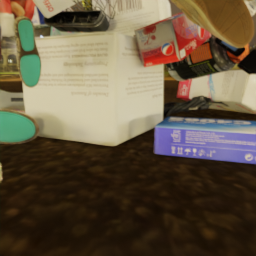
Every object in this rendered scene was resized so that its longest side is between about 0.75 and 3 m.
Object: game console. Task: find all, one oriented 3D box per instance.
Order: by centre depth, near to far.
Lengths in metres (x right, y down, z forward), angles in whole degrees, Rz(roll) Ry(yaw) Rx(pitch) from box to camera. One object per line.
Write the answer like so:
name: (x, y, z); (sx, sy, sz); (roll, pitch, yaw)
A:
game console: (2.914, -1.968, 7.358); (1.468, 0.177, 0.866); (40, 57, 15)

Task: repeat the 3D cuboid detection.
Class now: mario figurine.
mario figurine: (-2.860, -2.767, 5.459); (1.354, 1.577, 2.554); (7, -20, 13)

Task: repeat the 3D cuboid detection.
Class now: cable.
cable: (1.828, -0.693, 10.426); (1.871, 0.582, 2.293); (-19, 9, -28)

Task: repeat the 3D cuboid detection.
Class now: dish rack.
dish rack: (-0.907, -3.264, 6.620); (1.699, 2.215, 0.604); (13, -10, 29)

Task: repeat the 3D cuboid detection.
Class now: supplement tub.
supplement tub: (2.424, -2.339, 8.799); (1.400, 1.400, 2.286); (-12, 4, -44)

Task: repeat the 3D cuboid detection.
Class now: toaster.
toaster: (3.109, -4.082, 8.287); (1.227, 1.394, 2.159); (7, 10, -46)

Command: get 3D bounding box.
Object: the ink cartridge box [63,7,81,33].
ink cartridge box: (-1.650, -3.442, 8.719); (0.209, 0.834, 0.671); (-38, 12, -18)

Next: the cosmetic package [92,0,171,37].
cosmetic package: (0.306, -3.648, 10.159); (2.262, 2.264, 2.744); (-5, 1, 19)

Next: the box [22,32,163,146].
box: (-0.815, -1.128, 7.660); (2.890, 2.476, 2.876); (5, 13, 27)

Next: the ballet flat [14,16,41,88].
ballet flat: (-2.089, -1.559, 5.763); (0.474, 1.398, 0.526); (-14, 28, -29)

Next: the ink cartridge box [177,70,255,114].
ink cartridge box: (3.742, -1.422, 11.045); (2.141, 1.242, 2.900); (13, 2, -41)

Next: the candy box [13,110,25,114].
candy box: (-3.690, -0.443, 9.761); (2.321, 0.306, 1.186); (-1, 14, -4)

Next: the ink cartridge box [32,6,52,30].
ink cartridge box: (-3.252, -3.320, 8.737); (2.374, 0.525, 1.116); (3, 20, 29)

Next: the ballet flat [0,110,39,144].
ballet flat: (-3.233, -0.044, 6.770); (2.418, 0.823, 0.813); (2, 4, 3)

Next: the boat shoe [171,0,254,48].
boat shoe: (1.189, -1.911, 4.333); (1.777, 0.633, 0.573); (42, -3, -7)

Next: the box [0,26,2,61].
box: (-2.726, -1.974, 4.003); (0.897, 1.198, 2.393); (-8, -14, -1)

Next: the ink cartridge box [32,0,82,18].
ink cartridge box: (-0.975, -2.621, 4.456); (1.515, 0.637, 1.106); (-27, -17, 1)

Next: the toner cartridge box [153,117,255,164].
toner cartridge box: (2.083, 0.223, 5.777); (2.873, 0.620, 1.365); (4, 12, 19)

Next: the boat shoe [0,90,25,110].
boat shoe: (-4.597, -0.948, 10.890); (2.534, 0.912, 0.833); (-4, -25, -21)

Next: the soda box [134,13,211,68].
soda box: (1.216, -2.294, 6.850); (0.944, 0.855, 2.697); (-3, 24, 33)

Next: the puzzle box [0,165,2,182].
puzzle box: (-2.430, 0.936, 3.174); (1.536, 0.294, 2.309); (-3, 12, -16)

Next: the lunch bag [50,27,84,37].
lunch bag: (-1.945, -3.075, 10.310); (1.584, 1.134, 1.860); (-1, 26, -28)
